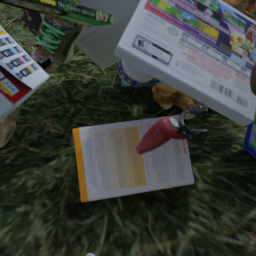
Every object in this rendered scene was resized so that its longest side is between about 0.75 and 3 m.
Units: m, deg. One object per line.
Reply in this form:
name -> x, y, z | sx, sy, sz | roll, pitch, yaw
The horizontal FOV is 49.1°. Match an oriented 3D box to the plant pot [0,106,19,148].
plant pot -> -4.014, -0.443, 6.884 | 2.114, 2.309, 2.309 | 14, 39, 0

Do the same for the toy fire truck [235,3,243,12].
toy fire truck -> 2.270, -3.320, 7.396 | 2.132, 1.877, 1.372 | 19, 4, -10

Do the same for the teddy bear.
teddy bear -> 1.770, -0.882, 8.571 | 2.115, 0.706, 1.534 | -11, 45, -26

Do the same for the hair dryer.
hair dryer -> 0.630, 0.122, 3.939 | 1.123, 0.855, 0.305 | -19, 55, -1

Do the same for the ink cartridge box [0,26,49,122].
ink cartridge box -> -2.769, -1.390, 4.790 | 1.080, 2.577, 2.262 | -37, 18, 17

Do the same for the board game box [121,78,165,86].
board game box -> 0.497, -1.856, 9.486 | 1.460, 0.454, 1.934 | -1, 22, -1

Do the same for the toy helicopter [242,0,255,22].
toy helicopter -> 3.495, -3.194, 7.836 | 1.142, 1.915, 2.896 | 18, 11, 7

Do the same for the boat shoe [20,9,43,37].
boat shoe -> -2.818, -3.340, 8.279 | 0.757, 2.516, 0.897 | -15, 20, -5

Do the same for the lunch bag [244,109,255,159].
lunch bag -> 4.105, -0.365, 6.098 | 2.303, 2.709, 1.726 | -8, 37, -9

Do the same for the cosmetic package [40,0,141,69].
cosmetic package -> -0.707, -3.591, 7.676 | 2.308, 2.775, 2.322 | -24, 63, 20

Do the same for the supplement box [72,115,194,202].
supplement box -> 0.072, 0.605, 5.840 | 2.280, 1.437, 0.838 | -7, -6, -9

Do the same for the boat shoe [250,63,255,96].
boat shoe -> 2.680, -1.141, 3.769 | 2.291, 0.846, 0.848 | -48, 41, -10

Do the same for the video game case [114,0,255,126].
video game case -> 1.297, -1.555, 5.033 | 2.553, 0.293, 2.326 | 27, 62, -9

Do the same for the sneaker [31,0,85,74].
sneaker -> -1.676, -1.949, 6.265 | 0.995, 2.588, 1.147 | 29, 63, -6

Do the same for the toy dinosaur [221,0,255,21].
toy dinosaur -> 2.185, -2.831, 6.221 | 1.579, 2.973, 0.898 | 33, 4, 23

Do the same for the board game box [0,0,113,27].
board game box -> -0.927, -1.530, 3.591 | 1.323, 0.155, 0.693 | 2, 11, -37

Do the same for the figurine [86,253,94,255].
figurine -> -0.655, 2.533, 4.365 | 0.811, 0.358, 0.831 | -32, 47, -28

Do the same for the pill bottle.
pill bottle -> 0.220, -1.401, 6.414 | 0.872, 0.872, 1.457 | -5, 0, -6
